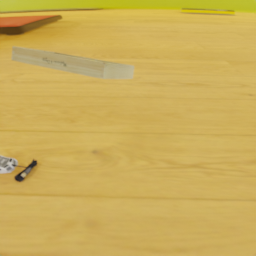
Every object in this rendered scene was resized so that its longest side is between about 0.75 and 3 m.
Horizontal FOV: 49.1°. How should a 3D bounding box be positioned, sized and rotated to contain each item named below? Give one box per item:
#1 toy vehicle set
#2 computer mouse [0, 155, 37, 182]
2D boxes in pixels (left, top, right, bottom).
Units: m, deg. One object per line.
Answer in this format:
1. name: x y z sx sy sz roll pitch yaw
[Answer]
1. toy vehicle set: -1.121 -1.355 5.880 2.185 0.290 1.358 15 15 22
2. computer mouse: -3.927 1.248 9.065 1.751 0.384 0.960 11 36 8
